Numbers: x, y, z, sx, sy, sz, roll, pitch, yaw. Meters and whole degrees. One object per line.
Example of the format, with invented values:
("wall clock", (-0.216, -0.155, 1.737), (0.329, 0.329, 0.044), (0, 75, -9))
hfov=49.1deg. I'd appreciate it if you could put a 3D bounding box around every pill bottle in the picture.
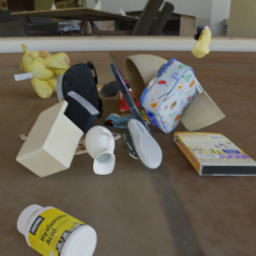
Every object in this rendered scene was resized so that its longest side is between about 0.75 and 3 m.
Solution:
("pill bottle", (-1.230, 1.757, 4.655), (1.297, 0.722, 0.722), (13, 24, 33))

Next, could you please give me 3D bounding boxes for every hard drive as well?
("hard drive", (-1.564, -0.466, 8.753), (1.372, 0.925, 0.290), (38, 23, 29))

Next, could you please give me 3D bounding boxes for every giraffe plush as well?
("giraffe plush", (-4.426, -3.049, 14.129), (2.848, 2.457, 2.309), (0, 33, -34))

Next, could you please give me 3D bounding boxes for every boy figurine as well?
("boy figurine", (2.577, -2.969, 9.932), (0.576, 1.111, 1.787), (19, 42, 4))

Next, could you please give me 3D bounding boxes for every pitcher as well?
("pitcher", (-0.655, 0.386, 7.116), (0.752, 1.065, 1.241), (8, 32, -22))

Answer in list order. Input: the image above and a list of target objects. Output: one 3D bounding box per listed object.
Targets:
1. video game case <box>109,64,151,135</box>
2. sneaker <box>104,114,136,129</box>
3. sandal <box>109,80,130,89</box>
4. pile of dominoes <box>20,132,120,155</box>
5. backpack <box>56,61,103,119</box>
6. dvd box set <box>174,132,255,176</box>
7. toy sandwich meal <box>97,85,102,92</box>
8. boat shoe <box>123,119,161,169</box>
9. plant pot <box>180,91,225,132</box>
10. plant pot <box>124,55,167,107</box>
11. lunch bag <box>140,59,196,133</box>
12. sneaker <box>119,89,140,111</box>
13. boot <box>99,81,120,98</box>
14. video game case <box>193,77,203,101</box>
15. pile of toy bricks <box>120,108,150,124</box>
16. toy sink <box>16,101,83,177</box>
("video game case", (0.060, -0.964, 9.540), (0.216, 1.623, 2.272), (-29, 51, 5))
("sneaker", (-0.275, -0.133, 10.012), (1.413, 0.554, 0.635), (4, 27, 36))
("sandal", (0.075, -2.682, 16.442), (2.641, 0.595, 0.992), (9, 23, 22))
("pile of dominoes", (-1.943, 0.125, 9.246), (2.724, 0.434, 2.123), (14, 23, 32))
("backpack", (-1.901, -1.279, 10.698), (1.574, 2.075, 2.487), (-7, 1, -12))
("dvd box set", (2.351, 0.669, 7.888), (1.585, 0.319, 2.167), (2, 20, -10))
("toy sandwich meal", (-1.903, -2.065, 15.195), (1.149, 0.394, 1.149), (2, 24, -1))
("boat shoe", (0.350, 0.548, 7.798), (0.707, 0.696, 1.962), (17, 27, -24))
("plant pot", (2.362, -0.437, 9.250), (1.175, 1.101, 1.101), (-40, 12, 18))
("plant pot", (0.896, -1.859, 10.402), (1.358, 2.024, 2.024), (-23, 26, -10))
("lunch bag", (1.291, -0.930, 9.033), (0.923, 1.958, 2.444), (36, -7, 27))
("sneaker", (0.473, -1.304, 12.402), (1.368, 0.928, 2.369), (4, 22, 15))
("boot", (-0.904, -1.680, 13.172), (0.720, 0.702, 1.907), (-35, 5, 30))
("video game case", (2.421, -1.394, 11.294), (0.214, 1.776, 1.949), (-43, 22, -11))
("pile of toy bricks", (0.313, -0.505, 10.688), (1.232, 0.608, 0.684), (-1, 23, -3))
("toy sink", (-1.863, 0.284, 7.068), (1.049, 0.902, 1.609), (-21, 38, 31))
